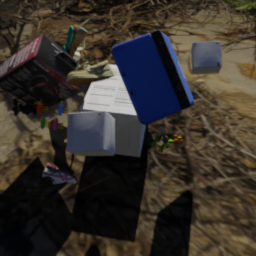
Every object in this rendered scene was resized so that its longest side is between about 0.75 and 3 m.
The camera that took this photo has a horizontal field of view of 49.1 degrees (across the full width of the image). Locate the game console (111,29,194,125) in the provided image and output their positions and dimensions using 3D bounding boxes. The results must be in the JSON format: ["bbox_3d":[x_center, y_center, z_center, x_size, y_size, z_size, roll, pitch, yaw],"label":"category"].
[{"bbox_3d":[0.947,-1.698,9.512,1.607,2.716,2.318,-21,1,20],"label":"game console"}]

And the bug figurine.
[{"bbox_3d":[-2.645,-0.423,9.462,1.296,1.005,0.334,5,5,23],"label":"bug figurine"}]

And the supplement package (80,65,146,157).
[{"bbox_3d":[-0.359,-0.751,11.126,2.194,2.210,2.912,7,45,7],"label":"supplement package"}]

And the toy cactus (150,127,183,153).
[{"bbox_3d":[1.143,0.326,8.612,0.964,0.493,0.796,-18,52,5],"label":"toy cactus"}]

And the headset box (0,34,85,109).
[{"bbox_3d":[-2.918,-1.827,9.718,2.760,2.051,1.035,-17,53,35],"label":"headset box"}]

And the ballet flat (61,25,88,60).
[{"bbox_3d":[-2.374,-3.390,12.044,0.881,2.434,0.826,-2,60,-34],"label":"ballet flat"}]

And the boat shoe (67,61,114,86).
[{"bbox_3d":[-1.194,-1.714,8.624,0.709,0.606,1.935,-14,5,33],"label":"boat shoe"}]

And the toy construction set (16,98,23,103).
[{"bbox_3d":[-4.679,-1.676,13.108,1.628,0.750,1.067,1,68,11],"label":"toy construction set"}]

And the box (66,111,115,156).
[{"bbox_3d":[-0.954,0.179,7.362,1.054,0.903,1.049,-3,78,12],"label":"box"}]

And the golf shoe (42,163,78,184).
[{"bbox_3d":[-1.830,1.319,7.511,0.358,0.985,0.454,8,70,60],"label":"golf shoe"}]

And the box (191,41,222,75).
[{"bbox_3d":[2.185,-1.958,7.874,0.781,0.511,0.777,-1,77,7],"label":"box"}]
